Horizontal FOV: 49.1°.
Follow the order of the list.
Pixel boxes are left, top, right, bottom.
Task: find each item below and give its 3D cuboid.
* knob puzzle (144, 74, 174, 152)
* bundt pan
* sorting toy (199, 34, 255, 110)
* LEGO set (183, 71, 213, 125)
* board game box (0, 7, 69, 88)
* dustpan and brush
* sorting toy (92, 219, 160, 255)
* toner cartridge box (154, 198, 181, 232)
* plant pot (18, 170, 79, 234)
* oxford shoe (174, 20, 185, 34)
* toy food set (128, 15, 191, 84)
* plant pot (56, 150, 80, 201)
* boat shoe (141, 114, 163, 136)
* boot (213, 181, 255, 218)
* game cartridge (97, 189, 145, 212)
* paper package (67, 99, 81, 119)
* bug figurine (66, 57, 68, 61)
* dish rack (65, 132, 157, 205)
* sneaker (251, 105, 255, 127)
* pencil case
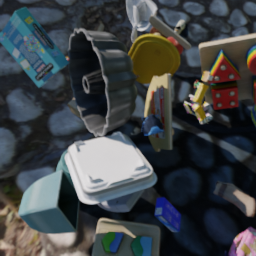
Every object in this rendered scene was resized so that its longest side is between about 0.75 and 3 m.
[{"bbox_3d":[0.964,-0.425,8.551,0.352,2.538,2.538,-2,60,-12],"label":"knob puzzle"},{"bbox_3d":[-0.683,-1.296,7.877,1.122,2.990,2.990,-15,60,-24],"label":"bundt pan"},{"bbox_3d":[3.522,-1.636,8.793,2.287,2.273,0.796,-6,43,17],"label":"sorting toy"},{"bbox_3d":[1.807,-0.767,7.341,0.679,1.477,0.550,-25,33,-22],"label":"LEGO set"},{"bbox_3d":[-2.920,-2.378,8.577,1.947,1.470,0.457,52,45,-15],"label":"board game box"},{"bbox_3d":[0.347,-3.812,9.981,0.576,2.012,1.404,-36,71,-11],"label":"dustpan and brush"},{"bbox_3d":[-0.090,3.498,7.457,1.797,0.354,1.941,6,61,4],"label":"sorting toy"},{"bbox_3d":[1.002,2.177,6.979,0.215,0.994,0.472,-13,44,32],"label":"toner cartridge box"},{"bbox_3d":[-1.967,1.920,6.894,1.152,1.128,1.131,-16,38,8],"label":"plant pot"},{"bbox_3d":[2.232,-4.366,12.023,0.341,0.262,0.908,21,60,15],"label":"oxford shoe"},{"bbox_3d":[0.955,-2.419,8.834,1.566,2.661,0.869,30,60,-5],"label":"toy food set"},{"bbox_3d":[-1.475,1.239,8.080,1.330,1.250,1.330,4,53,-6],"label":"plant pot"},{"bbox_3d":[0.629,-0.102,6.834,0.602,1.431,0.491,-15,87,-7],"label":"boat shoe"},{"bbox_3d":[2.718,1.812,7.304,0.952,1.302,0.457,21,100,11],"label":"boot"},{"bbox_3d":[-0.279,1.688,7.464,0.348,1.674,1.115,51,59,-24],"label":"game cartridge"},{"bbox_3d":[-1.296,-0.772,9.715,1.124,0.582,1.071,32,66,24],"label":"paper package"},{"bbox_3d":[-2.055,-2.212,9.021,0.790,0.613,0.203,17,102,15],"label":"bug figurine"},{"bbox_3d":[-0.493,0.789,6.790,1.858,0.471,2.165,-13,33,-18],"label":"dish rack"},{"bbox_3d":[4.960,0.261,8.939,1.158,0.990,2.794,-11,58,1],"label":"sneaker"},{"bbox_3d":[3.820,3.766,6.858,2.769,1.146,1.198,37,90,18],"label":"pencil case"}]
